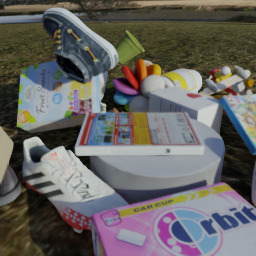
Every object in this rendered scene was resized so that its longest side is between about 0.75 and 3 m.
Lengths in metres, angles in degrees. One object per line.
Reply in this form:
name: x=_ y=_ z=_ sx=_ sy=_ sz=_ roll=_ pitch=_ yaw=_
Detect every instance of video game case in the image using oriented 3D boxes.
video game case: x=3.870 y=-0.207 z=7.758 sx=2.426 sy=0.216 sz=1.736 roll=-6 pitch=58 yaw=-27
video game case: x=0.216 y=0.073 z=6.191 sx=2.494 sy=0.218 sz=1.783 roll=0 pitch=26 yaw=0

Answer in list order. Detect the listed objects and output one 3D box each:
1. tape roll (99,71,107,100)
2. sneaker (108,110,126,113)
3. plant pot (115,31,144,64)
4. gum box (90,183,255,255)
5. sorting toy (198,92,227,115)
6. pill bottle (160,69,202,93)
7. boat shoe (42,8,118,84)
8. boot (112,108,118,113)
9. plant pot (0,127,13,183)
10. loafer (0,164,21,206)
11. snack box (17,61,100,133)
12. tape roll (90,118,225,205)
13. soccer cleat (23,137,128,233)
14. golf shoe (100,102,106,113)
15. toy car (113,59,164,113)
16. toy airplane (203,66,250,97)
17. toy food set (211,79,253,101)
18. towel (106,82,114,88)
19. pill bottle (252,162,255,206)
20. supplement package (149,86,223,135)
tape roll: x=-1.652 y=-1.731 z=10.270 sx=1.700 sy=1.700 sz=1.168 roll=1 pitch=39 yaw=3
sneaker: x=-0.023 y=-0.141 z=8.403 sx=1.510 sy=0.639 sz=0.562 roll=9 pitch=28 yaw=15
plant pot: x=-0.049 y=-2.220 z=7.963 sx=0.715 sy=0.752 sz=0.752 roll=-40 pitch=18 yaw=19
gum box: x=0.901 y=1.769 z=4.165 sx=2.600 sy=0.860 sz=1.476 roll=-9 pitch=27 yaw=-18
sorting toy: x=2.582 y=-0.775 z=9.380 sx=1.566 sy=0.210 sz=1.166 roll=22 pitch=-18 yaw=-25
pill bottle: x=1.834 y=-1.524 z=10.565 sx=1.266 sy=1.266 sz=2.261 roll=21 pitch=32 yaw=37
boat shoe: x=-1.549 y=-2.107 z=6.988 sx=2.567 sy=0.908 sz=1.165 roll=37 pitch=56 yaw=20
boot: x=-0.462 y=-0.140 z=7.972 sx=0.613 sy=0.789 sz=0.303 roll=-24 pitch=33 yaw=-3
plant pot: x=-2.996 y=0.391 z=4.719 sx=1.663 sy=1.661 sz=1.472 roll=20 pitch=60 yaw=18
loafer: x=-3.653 y=0.911 z=5.898 sx=2.884 sy=0.908 sz=1.037 roll=5 pitch=27 yaw=11
snack box: x=-2.011 y=-0.981 z=8.200 sx=2.282 sy=1.925 sz=0.772 roll=-10 pitch=-21 yaw=13
tape roll: x=0.610 y=0.637 z=6.407 sx=2.959 sy=0.978 sz=2.959 roll=0 pitch=25 yaw=0
soccer cleat: x=-1.124 y=1.016 z=5.353 sx=2.820 sy=1.201 sz=0.968 roll=20 pitch=32 yaw=36
golf shoe: x=-1.100 y=-0.528 z=9.198 sx=0.820 sy=0.718 sz=1.861 roll=8 pitch=27 yaw=-10
toy car: x=0.217 y=-1.437 z=9.536 sx=1.440 sy=1.920 sz=1.680 roll=17 pitch=30 yaw=-27
toy airplane: x=3.956 y=-1.886 z=11.277 sx=1.640 sy=1.162 sz=1.647 roll=8 pitch=47 yaw=26
toy food set: x=3.852 y=-1.231 z=10.357 sx=1.600 sy=0.764 sz=0.720 roll=-35 pitch=23 yaw=-17
towel: x=0.395 y=-1.929 z=11.638 sx=2.274 sy=0.259 sz=1.633 roll=2 pitch=19 yaw=36
pill bottle: x=3.561 y=1.048 z=4.967 sx=2.342 sy=1.314 sz=1.314 roll=11 pitch=28 yaw=17
supplement package: x=1.664 y=-0.408 z=8.383 sx=1.159 sy=1.144 sz=1.911 roll=-18 pitch=31 yaw=-34
